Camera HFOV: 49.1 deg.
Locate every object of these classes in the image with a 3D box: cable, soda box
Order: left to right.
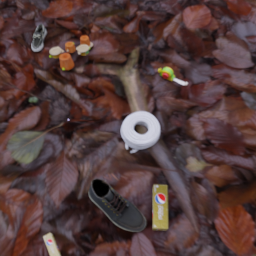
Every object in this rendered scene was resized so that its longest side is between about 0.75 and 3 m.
[{"bbox_3d":[-2.465,3.843,9.063,0.272,0.257,0.802,-26,65,-13],"label":"soda box"},{"bbox_3d":[0.470,0.081,10.825,1.526,0.529,1.527,-16,64,-8],"label":"cable"},{"bbox_3d":[1.083,2.706,9.524,0.492,0.465,1.452,2,64,1],"label":"soda box"}]

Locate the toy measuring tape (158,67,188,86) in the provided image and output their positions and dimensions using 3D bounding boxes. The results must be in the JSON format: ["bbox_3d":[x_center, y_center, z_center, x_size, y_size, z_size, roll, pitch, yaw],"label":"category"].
[{"bbox_3d":[1.924,-2.252,12.048,1.408,0.518,0.518,27,66,13],"label":"toy measuring tape"}]

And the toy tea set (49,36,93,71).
[{"bbox_3d":[-2.394,-3.287,12.522,2.073,0.767,1.233,-31,57,-19],"label":"toy tea set"}]

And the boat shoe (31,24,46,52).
[{"bbox_3d":[-4.209,-4.213,13.054,0.517,0.466,1.462,4,63,2],"label":"boat shoe"}]

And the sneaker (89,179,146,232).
[{"bbox_3d":[-0.378,2.567,9.132,2.276,1.209,0.851,33,67,9],"label":"sneaker"}]
